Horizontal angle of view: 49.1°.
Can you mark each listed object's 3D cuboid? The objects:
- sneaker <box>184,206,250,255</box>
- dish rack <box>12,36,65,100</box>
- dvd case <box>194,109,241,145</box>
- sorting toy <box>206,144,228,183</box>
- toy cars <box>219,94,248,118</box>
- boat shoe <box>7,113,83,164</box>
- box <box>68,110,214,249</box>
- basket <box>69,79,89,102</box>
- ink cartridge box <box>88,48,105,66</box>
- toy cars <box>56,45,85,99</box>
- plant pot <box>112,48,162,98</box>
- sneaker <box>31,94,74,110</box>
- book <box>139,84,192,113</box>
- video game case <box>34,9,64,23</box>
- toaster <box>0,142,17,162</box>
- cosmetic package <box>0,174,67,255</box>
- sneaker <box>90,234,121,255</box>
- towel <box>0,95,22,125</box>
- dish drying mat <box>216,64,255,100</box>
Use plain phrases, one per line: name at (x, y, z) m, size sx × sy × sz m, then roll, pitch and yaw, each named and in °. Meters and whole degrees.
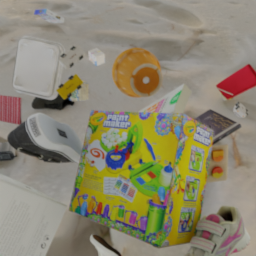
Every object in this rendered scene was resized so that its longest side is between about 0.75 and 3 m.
sneaker at (1.655, 2.277, 5.648) m, size 0.871 × 0.944 × 2.141 m, roll -4°, pitch 15°, yaw 46°
dish rack at (-2.729, -1.774, 8.302) m, size 1.481 × 1.726 × 0.376 m, roll 14°, pitch 10°, yaw 5°
dvd case at (2.614, -0.031, 9.080) m, size 1.259 × 0.135 × 1.693 m, roll -31°, pitch 26°, yaw -5°
sorting toy at (2.091, 0.951, 7.156) m, size 1.066 × 0.987 × 0.194 m, roll -6°, pitch 14°, yaw -11°
toy cars at (4.693, -1.135, 12.626) m, size 1.014 × 0.501 × 2.262 m, roll 20°, pitch 36°, yaw -34°
boat shoe at (-1.970, 0.485, 7.210) m, size 0.991 × 2.993 × 1.046 m, roll -25°, pitch 75°, yaw 5°
box at (0.283, 1.011, 6.543) m, size 2.645 × 1.614 × 2.548 m, roll 6°, pitch 81°, yaw 41°
basket at (-1.912, -1.412, 10.335) m, size 0.707 × 0.897 × 1.017 m, roll -11°, pitch 19°, yaw -36°
ink cartridge box at (-1.753, -3.913, 15.349) m, size 0.567 × 0.581 × 0.905 m, roll -28°, pitch 51°, yaw -24°
toy cars at (-1.596, -1.503, 7.651) m, size 0.721 × 0.356 × 1.607 m, roll 9°, pitch 77°, yaw -30°
plant pot at (0.429, -1.837, 9.937) m, size 1.804 × 1.804 × 1.652 m, roll -9°, pitch 23°, yaw -9°
sneaker at (-3.334, -1.164, 12.571) m, size 1.942 × 0.737 × 0.881 m, roll -18°, pitch 57°, yaw -13°
book at (0.825, -0.291, 8.635) m, size 0.551 × 2.295 × 1.533 m, roll 47°, pitch 40°, yaw -13°
video game case at (-2.589, -3.661, 9.185) m, size 0.757 × 0.172 × 0.686 m, roll 18°, pitch 4°, yaw 41°
toaster at (-4.661, 0.896, 10.623) m, size 0.921 × 0.523 × 0.595 m, roll -7°, pitch 43°, yaw -7°
cosmetic package at (-3.305, 1.676, 5.942) m, size 2.735 × 2.744 × 1.687 m, roll 0°, pitch 63°, yaw 51°
sneaker at (-0.452, 2.201, 4.939) m, size 0.324 × 0.765 × 0.278 m, roll -43°, pitch 19°, yaw 0°
towel at (-2.795, -0.432, 6.614) m, size 0.884 × 0.639 × 0.099 m, roll 9°, pitch 11°, yaw 33°
dish drying mat at (3.339, -1.348, 8.591) m, size 0.158 × 1.733 × 0.666 m, roll -37°, pitch 89°, yaw -15°
